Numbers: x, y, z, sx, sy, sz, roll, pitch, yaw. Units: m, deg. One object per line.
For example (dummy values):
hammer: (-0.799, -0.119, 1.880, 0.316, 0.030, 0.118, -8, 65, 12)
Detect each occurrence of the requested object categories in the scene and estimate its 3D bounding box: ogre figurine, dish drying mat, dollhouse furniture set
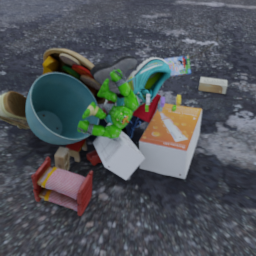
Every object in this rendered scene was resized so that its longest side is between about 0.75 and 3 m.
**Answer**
ogre figurine: (-0.407, -0.475, 7.193, 1.092, 0.894, 1.822, 32, 77, -5)
dish drying mat: (-0.066, -1.070, 9.503, 2.493, 0.958, 0.227, 28, 7, 32)
dollhouse furniture set: (-1.484, 1.069, 8.054, 1.380, 1.043, 2.565, 14, 38, 9)

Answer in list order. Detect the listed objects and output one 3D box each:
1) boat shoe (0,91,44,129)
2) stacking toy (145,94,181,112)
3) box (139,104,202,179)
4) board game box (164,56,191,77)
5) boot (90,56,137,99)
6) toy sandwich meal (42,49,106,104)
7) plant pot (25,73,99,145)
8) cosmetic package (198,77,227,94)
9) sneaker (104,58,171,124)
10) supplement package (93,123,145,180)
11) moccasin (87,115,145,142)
boat shoe: (-3.627, -0.542, 9.477, 0.887, 2.831, 1.037, -10, 76, 7)
stacking toy: (0.930, -0.619, 7.777, 0.899, 1.192, 0.280, 2, 77, 1)
box: (1.428, 0.325, 9.110, 1.462, 1.145, 2.350, 11, 38, 19)
board game box: (1.599, -1.988, 9.086, 0.795, 0.601, 0.145, -6, -9, 12)
boot: (-0.186, -1.406, 8.149, 1.714, 0.598, 1.128, -27, 75, -34)
toy sandwich meal: (-1.886, -1.404, 9.305, 2.790, 2.790, 0.955, 19, 64, 25)
plant pot: (-2.150, -0.361, 8.390, 2.133, 1.437, 2.133, 22, 52, -32)
cosmetic package: (3.935, -1.974, 13.013, 1.225, 0.435, 0.644, 11, 37, 15)
sneaker: (0.229, -1.039, 8.455, 2.598, 1.007, 1.035, -48, 35, 9)
supplement package: (-0.310, 0.643, 8.003, 0.853, 0.822, 1.500, -50, 29, 6)
moccasin: (-0.251, -0.013, 9.654, 2.632, 1.059, 0.897, -20, 56, -24)
